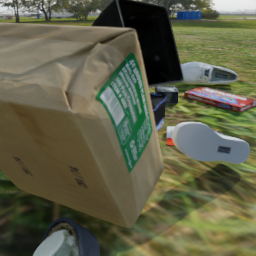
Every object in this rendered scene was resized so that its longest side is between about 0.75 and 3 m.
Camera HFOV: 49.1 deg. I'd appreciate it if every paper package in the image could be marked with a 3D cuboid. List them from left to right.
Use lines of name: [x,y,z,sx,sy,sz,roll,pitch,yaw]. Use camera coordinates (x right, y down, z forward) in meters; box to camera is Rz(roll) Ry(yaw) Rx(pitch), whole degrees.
paper package: [-1.051,0.028,4.530,2.820,2.958,1.530,11,52,25]

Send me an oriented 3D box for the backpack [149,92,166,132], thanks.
backpack: [0.217,-0.511,8.382,1.578,1.062,1.441,10,26,20]

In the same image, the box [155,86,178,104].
box: [1.471,-1.281,10.817,0.811,0.511,0.825,2,24,-1]

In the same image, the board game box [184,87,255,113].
board game box: [3.530,-1.148,10.850,1.247,0.236,2.422,-19,30,-38]

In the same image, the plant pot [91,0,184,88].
plant pot: [-0.030,-2.309,8.959,2.220,2.497,2.503,-12,4,41]

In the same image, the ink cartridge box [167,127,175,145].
ink cartridge box: [1.428,0.218,7.813,0.693,0.205,0.866,3,23,7]

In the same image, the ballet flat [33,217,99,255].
ballet flat: [-0.857,1.964,2.981,0.962,0.962,2.632,0,24,0]

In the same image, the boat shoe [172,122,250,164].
boat shoe: [1.732,0.346,6.123,2.159,0.741,0.611,16,5,-29]

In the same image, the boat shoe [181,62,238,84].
boat shoe: [3.558,-2.494,12.696,2.788,1.025,0.931,1,7,0]
